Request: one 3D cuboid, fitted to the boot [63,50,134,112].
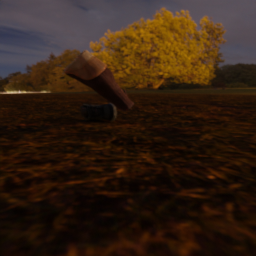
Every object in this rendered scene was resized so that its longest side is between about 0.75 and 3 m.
[{"bbox_3d":[-0.970,-1.331,8.855,0.918,2.110,2.537,-45,17,-10],"label":"boot"}]

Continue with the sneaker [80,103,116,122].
[{"bbox_3d":[-1.385,-0.683,12.721,1.269,0.847,2.216,-7,8,-29],"label":"sneaker"}]
